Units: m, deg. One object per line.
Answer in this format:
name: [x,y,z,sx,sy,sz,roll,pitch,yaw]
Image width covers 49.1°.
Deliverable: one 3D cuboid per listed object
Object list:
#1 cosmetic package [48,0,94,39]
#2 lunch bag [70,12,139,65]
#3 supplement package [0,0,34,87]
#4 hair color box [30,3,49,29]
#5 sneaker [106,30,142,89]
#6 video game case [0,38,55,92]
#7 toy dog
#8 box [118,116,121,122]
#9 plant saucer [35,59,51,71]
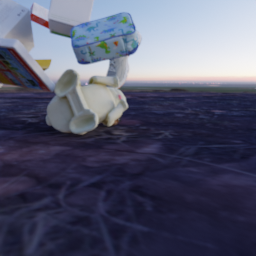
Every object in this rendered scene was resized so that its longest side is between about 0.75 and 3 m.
cosmetic package: [-2.045,-3.846,9.744,1.312,1.034,2.439,11,6,-14]
lunch bag: [-0.557,-2.144,6.666,1.559,0.643,1.253,-15,47,1]
supplement package: [-5.343,-3.237,9.805,2.844,2.719,2.091,28,-27,-1]
hair color box: [-3.453,-4.596,11.748,1.267,0.703,0.405,18,-37,-34]
sneaker: [-0.423,-2.493,9.692,0.883,2.333,1.073,19,-1,35]
video game case: [-3.692,-1.759,7.593,2.882,0.251,2.061,10,-20,15]
toy dog: [-1.068,-0.588,8.769,2.437,1.754,2.513,-39,-13,33]
box: [-0.922,-0.493,11.288,1.111,0.351,1.409,-2,10,-9]
plant saucer: [-3.629,-2.177,10.603,1.241,0.301,1.241,-24,3,26]
